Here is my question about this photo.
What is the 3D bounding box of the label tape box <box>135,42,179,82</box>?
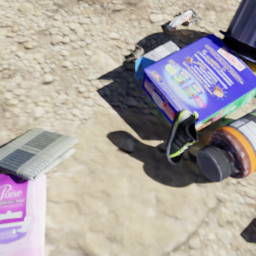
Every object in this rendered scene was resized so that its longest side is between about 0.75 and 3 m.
[{"bbox_3d":[0.936,-2.065,9.279,1.459,1.045,0.482,-33,63,-18],"label":"label tape box"}]

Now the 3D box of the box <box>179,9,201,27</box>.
[{"bbox_3d":[2.484,-4.430,11.227,0.605,0.187,0.757,-23,62,-11],"label":"box"}]

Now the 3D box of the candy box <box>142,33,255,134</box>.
[{"bbox_3d":[2.235,-1.325,8.726,2.812,1.083,2.377,-30,69,-14],"label":"candy box"}]

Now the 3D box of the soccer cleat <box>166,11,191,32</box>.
[{"bbox_3d":[1.979,-4.200,10.875,1.103,0.382,0.428,-41,60,-3],"label":"soccer cleat"}]

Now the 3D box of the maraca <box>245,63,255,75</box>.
[{"bbox_3d":[4.250,-1.596,9.216,1.339,0.716,0.918,33,84,7],"label":"maraca"}]

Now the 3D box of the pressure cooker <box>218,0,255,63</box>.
[{"bbox_3d":[4.410,-3.075,9.085,2.272,2.584,2.308,38,32,27],"label":"pressure cooker"}]

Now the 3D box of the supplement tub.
[{"bbox_3d":[3.208,0.429,7.551,2.727,1.458,1.458,-26,62,-14],"label":"supplement tub"}]

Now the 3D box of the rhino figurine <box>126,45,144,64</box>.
[{"bbox_3d":[0.229,-2.594,10.067,0.390,0.267,0.892,29,65,17],"label":"rhino figurine"}]

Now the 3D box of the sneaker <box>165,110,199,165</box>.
[{"bbox_3d":[1.466,0.331,7.406,0.693,1.675,0.601,27,34,37],"label":"sneaker"}]

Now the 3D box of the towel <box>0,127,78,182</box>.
[{"bbox_3d":[-2.511,0.656,7.572,1.785,0.320,1.854,12,35,29],"label":"towel"}]

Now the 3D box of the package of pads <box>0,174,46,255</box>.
[{"bbox_3d":[-2.741,2.267,6.752,1.415,0.888,2.348,-5,59,-6],"label":"package of pads"}]
